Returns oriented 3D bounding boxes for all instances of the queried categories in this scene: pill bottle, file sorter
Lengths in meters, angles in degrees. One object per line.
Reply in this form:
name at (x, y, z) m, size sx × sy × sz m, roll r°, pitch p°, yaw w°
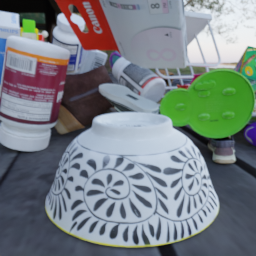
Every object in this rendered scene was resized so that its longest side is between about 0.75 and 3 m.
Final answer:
pill bottle at (-1.599, -2.208, 7.453) m, size 0.829 × 1.433 × 0.829 m, roll 11°, pitch 43°, yaw -11°
file sorter at (1.157, -1.925, 8.405) m, size 1.875 × 1.683 × 2.702 m, roll -5°, pitch -18°, yaw -24°
pill bottle at (0.249, -1.287, 7.550) m, size 0.845 × 0.845 × 1.458 m, roll -12°, pitch 45°, yaw -40°
pill bottle at (-2.202, -0.749, 6.410) m, size 1.345 × 2.356 × 1.345 m, roll 14°, pitch 17°, yaw -4°

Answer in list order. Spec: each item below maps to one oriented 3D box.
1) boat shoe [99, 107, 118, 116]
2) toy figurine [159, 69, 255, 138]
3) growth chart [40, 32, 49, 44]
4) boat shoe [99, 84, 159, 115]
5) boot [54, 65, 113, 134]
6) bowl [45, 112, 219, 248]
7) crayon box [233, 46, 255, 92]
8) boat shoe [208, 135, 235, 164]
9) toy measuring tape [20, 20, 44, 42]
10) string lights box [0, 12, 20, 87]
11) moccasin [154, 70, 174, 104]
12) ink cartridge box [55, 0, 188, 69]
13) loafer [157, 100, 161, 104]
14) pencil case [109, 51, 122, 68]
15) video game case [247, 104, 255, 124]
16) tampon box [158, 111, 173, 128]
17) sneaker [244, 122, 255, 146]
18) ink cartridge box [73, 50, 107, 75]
boat shoe at (-0.834, -0.670, 9.265) m, size 0.846 × 0.892 × 2.356 m, roll -32°, pitch 30°, yaw -27°
toy figurine at (1.660, -0.724, 6.650) m, size 1.970 × 1.479 × 1.813 m, roll -6°, pitch 18°, yaw 3°
growth chart at (-2.787, -1.657, 8.462) m, size 1.999 × 2.762 × 0.245 m, roll -22°, pitch -15°, yaw -2°
boat shoe at (-0.069, -0.515, 6.402) m, size 0.628 × 0.565 × 1.776 m, roll -19°, pitch 39°, yaw -38°
boot at (-1.538, -1.220, 7.643) m, size 2.016 × 2.423 × 0.877 m, roll -30°, pitch 9°, yaw 3°
bowl at (0.058, 0.452, 4.228) m, size 2.609 × 1.224 × 2.609 m, roll 0°, pitch 13°, yaw 0°
crayon box at (3.677, -1.410, 9.187) m, size 0.638 × 1.300 × 2.189 m, roll 18°, pitch -26°, yaw 7°
boat shoe at (2.100, 0.320, 6.258) m, size 0.588 × 0.530 × 1.636 m, roll 3°, pitch 14°, yaw 15°
toy measuring tape at (-2.793, -2.078, 7.893) m, size 0.914 × 0.914 × 2.485 m, roll -4°, pitch 57°, yaw -16°
string lights box at (-3.195, -1.963, 7.429) m, size 0.548 × 1.859 × 0.955 m, roll 0°, pitch 40°, yaw -24°
moccasin at (1.051, -1.296, 10.489) m, size 0.906 × 0.858 × 2.347 m, roll 10°, pitch 45°, yaw 34°
ink cartridge box at (-0.153, -2.028, 5.613) m, size 2.552 × 0.728 × 2.074 m, roll 0°, pitch -26°, yaw 16°
loafer at (0.852, -1.359, 13.043) m, size 1.984 × 0.669 × 0.754 m, roll -5°, pitch 14°, yaw -20°
pencil case at (0.043, -2.861, 11.168) m, size 0.799 × 0.867 × 1.877 m, roll -24°, pitch 13°, yaw 44°
video game case at (3.867, -0.334, 7.656) m, size 2.703 × 0.340 × 2.970 m, roll 2°, pitch -2°, yaw 17°
tampon box at (0.579, -0.189, 7.557) m, size 1.173 × 0.741 × 0.879 m, roll 10°, pitch 15°, yaw -2°
sneaker at (3.232, 0.287, 6.043) m, size 0.995 × 0.695 × 2.000 m, roll -9°, pitch 16°, yaw -30°
ink cartridge box at (-2.032, -1.713, 9.620) m, size 0.851 × 2.424 × 2.983 m, roll 13°, pitch 15°, yaw -33°
